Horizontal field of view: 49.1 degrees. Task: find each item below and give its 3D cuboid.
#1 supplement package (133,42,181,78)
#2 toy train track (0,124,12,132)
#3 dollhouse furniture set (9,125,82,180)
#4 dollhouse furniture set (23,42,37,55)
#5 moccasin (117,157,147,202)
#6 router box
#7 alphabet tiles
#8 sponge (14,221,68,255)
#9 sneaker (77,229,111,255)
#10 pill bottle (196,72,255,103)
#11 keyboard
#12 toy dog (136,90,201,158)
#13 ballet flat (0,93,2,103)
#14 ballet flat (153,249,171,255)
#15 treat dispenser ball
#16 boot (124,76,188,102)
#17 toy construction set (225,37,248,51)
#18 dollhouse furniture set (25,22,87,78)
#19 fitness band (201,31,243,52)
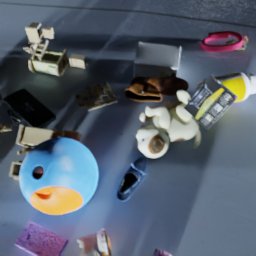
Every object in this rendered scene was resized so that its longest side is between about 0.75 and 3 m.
[{"bbox_3d":[1.355,-3.020,13.151,2.011,1.115,1.566,8,53,7],"label":"supplement package"},{"bbox_3d":[-5.506,0.470,10.957,1.660,0.471,2.895,-10,54,-7],"label":"toy train track"},{"bbox_3d":[-2.899,1.081,10.365,2.213,1.231,1.958,7,78,5],"label":"dollhouse furniture set"},{"bbox_3d":[-5.053,-4.020,14.510,0.991,0.484,0.845,7,49,35],"label":"dollhouse furniture set"},{"bbox_3d":[0.216,1.758,9.888,0.731,0.620,1.818,19,56,14],"label":"moccasin"},{"bbox_3d":[2.807,-0.854,9.611,1.154,1.468,0.383,45,33,14],"label":"router box"},{"bbox_3d":[-1.519,-1.420,12.619,1.665,0.063,1.392,-19,56,-14],"label":"alphabet tiles"},{"bbox_3d":[-2.706,3.590,8.770,1.467,0.219,0.818,19,56,14],"label":"sponge"},{"bbox_3d":[-0.981,4.172,8.051,1.067,0.878,2.319,-12,46,0],"label":"sneaker"},{"bbox_3d":[4.285,-1.654,12.036,2.434,1.269,1.269,-14,54,-10],"label":"pill bottle"},{"bbox_3d":[-4.388,-0.697,11.941,2.513,0.322,1.509,37,55,25],"label":"keyboard"},{"bbox_3d":[1.360,0.149,10.642,2.463,1.718,2.388,-35,97,-24],"label":"toy dog"},{"bbox_3d":[-6.359,-1.900,12.677,0.778,0.535,2.310,-30,59,-20],"label":"ballet flat"},{"bbox_3d":[0.287,4.522,7.764,0.958,0.931,2.693,20,49,37],"label":"ballet flat"},{"bbox_3d":[-2.188,1.525,8.984,2.433,2.433,2.433,0,53,0],"label":"treat dispenser ball"},{"bbox_3d":[1.251,-1.585,11.237,2.545,0.926,2.704,12,18,2],"label":"boot"},{"bbox_3d":[5.698,-4.348,14.573,1.108,0.510,0.726,-11,53,5],"label":"toy construction set"},{"bbox_3d":[-3.363,-3.469,12.864,2.394,2.118,1.331,11,55,9],"label":"dollhouse furniture set"},{"bbox_3d":[4.839,-4.463,14.520,2.071,0.387,1.487,-6,47,6],"label":"fitness band"}]
